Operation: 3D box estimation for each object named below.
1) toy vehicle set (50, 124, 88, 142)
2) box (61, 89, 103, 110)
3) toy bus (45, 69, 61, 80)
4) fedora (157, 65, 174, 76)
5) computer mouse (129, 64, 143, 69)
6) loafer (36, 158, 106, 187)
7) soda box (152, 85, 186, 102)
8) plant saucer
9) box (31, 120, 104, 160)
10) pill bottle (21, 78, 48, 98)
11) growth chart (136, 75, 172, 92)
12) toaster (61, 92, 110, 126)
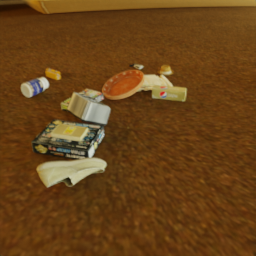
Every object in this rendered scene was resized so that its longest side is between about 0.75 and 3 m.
[{"bbox_3d":[-1.692,0.126,8.097,0.926,0.123,0.575,8,32,13],"label":"toy vehicle set"},{"bbox_3d":[-1.706,-1.014,10.626,0.846,0.267,1.537,17,35,25],"label":"box"},{"bbox_3d":[-3.529,-2.507,13.060,0.923,0.301,0.361,22,40,31],"label":"toy bus"},{"bbox_3d":[1.816,-2.803,13.511,0.824,0.336,0.824,0,31,0],"label":"fedora"},{"bbox_3d":[0.445,-3.092,14.162,0.433,0.173,0.789,-17,29,-34],"label":"computer mouse"},{"bbox_3d":[-1.324,1.106,6.807,1.722,0.652,0.588,-2,71,-29],"label":"loafer"},{"bbox_3d":[1.618,-1.376,11.080,1.306,0.418,0.442,7,32,13],"label":"soda box"},{"bbox_3d":[-0.173,-1.707,11.254,1.785,0.288,1.785,-17,38,14],"label":"plant saucer"},{"bbox_3d":[-1.734,0.321,8.294,1.728,0.397,1.373,7,32,11],"label":"box"},{"bbox_3d":[-3.788,-1.673,11.411,0.584,0.584,1.009,18,36,28],"label":"pill bottle"},{"bbox_3d":[0.680,-1.975,12.268,2.402,0.213,1.738,-2,32,-3],"label":"growth chart"},{"bbox_3d":[-1.341,-0.612,9.149,1.186,0.704,1.072,11,15,-46],"label":"toaster"}]
